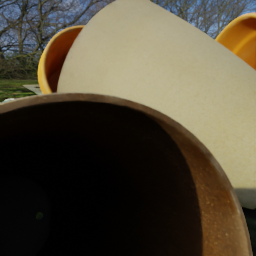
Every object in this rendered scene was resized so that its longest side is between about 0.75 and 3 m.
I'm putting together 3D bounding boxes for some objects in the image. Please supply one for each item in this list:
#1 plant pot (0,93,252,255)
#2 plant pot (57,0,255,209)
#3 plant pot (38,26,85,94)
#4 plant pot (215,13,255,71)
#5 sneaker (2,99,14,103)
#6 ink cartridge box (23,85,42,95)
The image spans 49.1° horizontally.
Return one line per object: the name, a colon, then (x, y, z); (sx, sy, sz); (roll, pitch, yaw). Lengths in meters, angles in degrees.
plant pot: (-0.607, 0.794, 1.699); (1.746, 1.746, 1.868); (-8, 2, -33)
plant pot: (0.881, -0.177, 4.189); (2.846, 2.665, 2.665); (33, 28, 28)
plant pot: (-1.753, -1.576, 9.762); (2.968, 2.968, 2.717); (-7, -2, -29)
plant pot: (3.078, -0.961, 6.133); (2.164, 2.364, 2.364); (13, 8, -16)
sneaker: (-4.248, -0.642, 10.289); (1.853, 0.718, 0.738); (8, 23, 33)
ink cartridge box: (-3.480, -1.712, 13.186); (1.773, 0.552, 2.203); (5, -18, 32)
